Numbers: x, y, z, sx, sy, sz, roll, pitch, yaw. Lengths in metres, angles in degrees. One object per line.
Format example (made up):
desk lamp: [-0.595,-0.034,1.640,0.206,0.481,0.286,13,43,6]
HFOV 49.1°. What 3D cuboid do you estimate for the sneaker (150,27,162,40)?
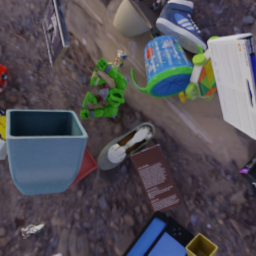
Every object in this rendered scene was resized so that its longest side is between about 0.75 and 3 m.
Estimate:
sneaker: [1.243,-3.506,10.928,0.403,0.442,1.092,-34,84,-4]

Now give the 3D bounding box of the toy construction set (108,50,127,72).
toy construction set: [-0.417,-2.549,10.611,1.087,0.712,0.501,-50,62,33]

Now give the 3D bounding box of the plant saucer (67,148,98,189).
plant saucer: [-2.090,1.273,10.429,1.447,0.266,1.444,-36,84,-4]

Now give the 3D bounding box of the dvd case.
dvd case: [-2.411,-3.171,9.144,0.196,2.457,1.827,-12,89,-25]

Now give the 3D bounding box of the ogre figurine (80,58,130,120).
ogre figurine: [-0.828,-1.226,10.242,1.336,1.094,2.229,19,85,-12]

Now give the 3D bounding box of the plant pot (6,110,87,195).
plant pot: [-2.758,0.862,9.112,2.240,2.246,2.288,0,113,-23]

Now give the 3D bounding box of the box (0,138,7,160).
box: [-4.848,0.696,10.235,0.789,0.793,0.679,26,81,3]

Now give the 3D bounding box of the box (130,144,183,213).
box: [1.001,1.825,10.067,1.123,0.840,2.242,-21,85,1]

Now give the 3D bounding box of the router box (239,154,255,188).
router box: [5.926,1.867,10.103,2.199,0.753,2.948,-45,85,-5]

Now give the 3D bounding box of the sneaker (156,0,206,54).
sneaker: [2.342,-4.071,10.770,2.238,0.902,1.639,32,81,1]

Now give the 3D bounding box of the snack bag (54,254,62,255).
snack bag: [-2.984,5.626,9.929,1.771,0.201,1.878,-17,83,-1]

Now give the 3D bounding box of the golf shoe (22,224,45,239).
golf shoe: [-3.427,3.656,10.112,0.879,0.339,0.387,-26,77,-4]

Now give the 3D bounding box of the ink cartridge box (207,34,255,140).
ink cartridge box: [2.979,-1.105,7.345,0.529,2.608,2.603,-17,107,3]

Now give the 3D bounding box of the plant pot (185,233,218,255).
plant pot: [2.489,4.267,9.523,0.770,0.787,0.765,-35,44,-27]

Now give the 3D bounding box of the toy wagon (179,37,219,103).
toy wagon: [2.740,-1.791,9.742,0.499,1.958,2.524,31,73,38]

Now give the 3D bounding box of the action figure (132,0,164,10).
action figure: [0.838,-5.249,11.121,1.607,0.557,1.045,-1,76,-4]

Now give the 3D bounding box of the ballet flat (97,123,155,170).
ballet flat: [-0.092,0.638,10.216,2.544,0.810,0.857,-37,92,-4]

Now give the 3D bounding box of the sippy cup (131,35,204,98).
sippy cup: [1.400,-2.283,10.206,2.398,1.883,1.757,-6,72,-23]

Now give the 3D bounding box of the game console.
game console: [1.021,4.295,9.477,2.146,1.420,2.440,38,85,5]

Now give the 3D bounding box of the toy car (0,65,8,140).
toy car: [-5.614,-0.765,10.497,2.737,0.649,2.909,-12,82,-1]

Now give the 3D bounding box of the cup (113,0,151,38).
cup: [0.047,-4.041,10.651,1.024,1.432,1.432,-36,84,23]
